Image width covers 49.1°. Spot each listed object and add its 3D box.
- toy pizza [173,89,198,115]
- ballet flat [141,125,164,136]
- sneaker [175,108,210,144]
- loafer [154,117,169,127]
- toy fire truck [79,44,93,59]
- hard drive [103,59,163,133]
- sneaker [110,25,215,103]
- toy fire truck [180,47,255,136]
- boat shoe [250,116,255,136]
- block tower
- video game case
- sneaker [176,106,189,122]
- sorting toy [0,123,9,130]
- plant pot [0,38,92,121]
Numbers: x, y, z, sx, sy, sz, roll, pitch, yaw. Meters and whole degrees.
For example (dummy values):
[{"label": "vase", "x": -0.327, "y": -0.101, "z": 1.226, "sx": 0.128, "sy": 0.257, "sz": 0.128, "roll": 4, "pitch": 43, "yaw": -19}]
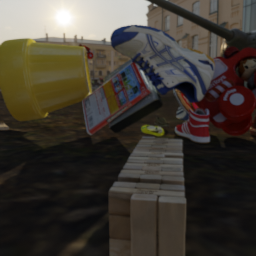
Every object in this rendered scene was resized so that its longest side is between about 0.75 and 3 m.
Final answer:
[{"label": "toy pizza", "x": 2.185, "y": -1.208, "z": 9.156, "sx": 1.964, "sy": 1.964, "sz": 0.311, "roll": -9, "pitch": -14, "yaw": -42}, {"label": "ballet flat", "x": 0.709, "y": 0.058, "z": 7.476, "sx": 0.784, "sy": 0.262, "sz": 0.263, "roll": 8, "pitch": -30, "yaw": -32}, {"label": "sneaker", "x": 1.731, "y": -0.150, "z": 7.578, "sx": 0.550, "sy": 0.869, "sz": 1.545, "roll": -3, "pitch": 10, "yaw": -16}, {"label": "loafer", "x": 1.085, "y": -0.199, "z": 9.125, "sx": 0.293, "sy": 0.271, "sz": 0.778, "roll": 0, "pitch": 10, "yaw": -24}, {"label": "toy fire truck", "x": -1.681, "y": -2.691, "z": 10.232, "sx": 0.758, "sy": 0.636, "sz": 0.425, "roll": -48, "pitch": 30, "yaw": -19}, {"label": "hard drive", "x": 0.047, "y": -1.137, "z": 8.493, "sx": 1.646, "sy": 0.388, "sz": 2.359, "roll": -31, "pitch": 43, "yaw": 20}, {"label": "sneaker", "x": 0.851, "y": -1.566, "z": 7.134, "sx": 2.917, "sy": 1.286, "sz": 1.098, "roll": 19, "pitch": -10, "yaw": -11}, {"label": "toy fire truck", "x": 2.977, "y": -1.222, "z": 7.656, "sx": 2.591, "sy": 2.176, "sz": 1.453, "roll": -36, "pitch": -28, "yaw": 3}, {"label": "boat shoe", "x": 4.390, "y": -0.170, "z": 8.211, "sx": 1.886, "sy": 0.698, "sz": 0.696, "roll": -6, "pitch": 11, "yaw": -30}, {"label": "block tower", "x": 0.341, "y": 0.659, "z": 3.410, "sx": 0.663, "sy": 0.710, "sz": 2.455, "roll": 2, "pitch": 9, "yaw": 9}, {"label": "video game case", "x": -0.428, "y": -0.910, "z": 8.183, "sx": 2.164, "sy": 0.189, "sz": 1.547, "roll": -35, "pitch": 42, "yaw": 16}, {"label": "sneaker", "x": 2.374, "y": -0.717, "z": 10.035, "sx": 1.020, "sy": 1.766, "sz": 0.713, "roll": 40, "pitch": -36, "yaw": -21}, {"label": "sorting toy", "x": -4.407, "y": -0.010, "z": 8.918, "sx": 1.023, "sy": 0.151, "sz": 0.756, "roll": -2, "pitch": 14, "yaw": -34}, {"label": "plant pot", "x": -2.533, "y": -1.657, "z": 9.227, "sx": 2.476, "sy": 2.631, "sz": 2.631, "roll": -7, "pitch": 10, "yaw": -3}]
